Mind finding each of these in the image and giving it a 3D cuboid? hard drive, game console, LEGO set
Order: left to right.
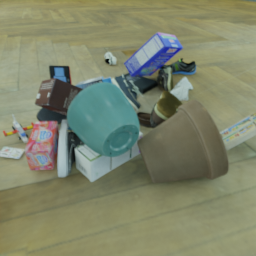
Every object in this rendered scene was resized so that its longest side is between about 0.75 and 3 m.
[{"bbox_3d":[-3.808,0.361,10.337,2.534,0.622,1.893,7,35,4],"label":"LEGO set"},{"bbox_3d":[-2.882,-2.175,11.885,1.046,0.925,0.162,6,26,22],"label":"game console"},{"bbox_3d":[0.424,-2.376,14.726,1.902,0.313,1.327,25,40,33],"label":"hard drive"}]

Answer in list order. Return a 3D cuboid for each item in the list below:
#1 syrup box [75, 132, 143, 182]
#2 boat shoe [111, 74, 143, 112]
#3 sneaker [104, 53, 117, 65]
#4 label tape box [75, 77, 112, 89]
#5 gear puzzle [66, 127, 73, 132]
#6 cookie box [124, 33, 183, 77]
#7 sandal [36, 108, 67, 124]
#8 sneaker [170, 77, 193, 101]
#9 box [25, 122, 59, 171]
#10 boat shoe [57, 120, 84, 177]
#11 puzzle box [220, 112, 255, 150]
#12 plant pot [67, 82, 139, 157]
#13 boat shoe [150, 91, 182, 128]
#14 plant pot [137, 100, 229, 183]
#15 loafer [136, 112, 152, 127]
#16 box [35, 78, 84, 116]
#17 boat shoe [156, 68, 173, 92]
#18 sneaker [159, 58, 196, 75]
[{"bbox_3d":[-0.596,0.765,9.462,2.269,0.924,0.893,-26,44,-35],"label":"syrup box"},{"bbox_3d":[0.029,-1.612,12.310,0.783,0.948,2.533,-33,38,-1],"label":"boat shoe"},{"bbox_3d":[-1.244,-4.321,17.468,0.612,0.528,1.396,-18,37,-24],"label":"sneaker"},{"bbox_3d":[-1.236,-1.442,11.927,1.821,1.305,0.602,-9,23,26],"label":"label tape box"},{"bbox_3d":[-1.305,-0.061,9.507,1.602,0.210,0.830,1,19,30],"label":"gear puzzle"},{"bbox_3d":[1.294,-3.654,14.226,2.040,2.385,0.896,-18,75,-55],"label":"cookie box"},{"bbox_3d":[-2.834,-0.703,11.837,0.919,0.517,2.416,54,41,0],"label":"sandal"},{"bbox_3d":[2.272,-1.423,12.642,0.873,1.757,0.684,43,-3,-1],"label":"sneaker"},{"bbox_3d":[-2.869,0.576,9.566,0.793,0.860,1.676,-2,34,-3],"label":"box"},{"bbox_3d":[-1.923,0.635,9.741,0.948,1.001,2.863,3,27,-11],"label":"boat shoe"},{"bbox_3d":[4.162,0.070,10.117,1.716,0.218,1.141,-33,17,18],"label":"puzzle box"},{"bbox_3d":[-0.585,-0.089,8.320,1.974,1.974,1.584,-19,49,-26],"label":"plant pot"},{"bbox_3d":[1.389,-0.708,10.723,1.014,0.898,2.770,43,25,6],"label":"boat shoe"},{"bbox_3d":[1.501,0.638,8.667,2.184,2.504,2.504,-20,36,-1],"label":"plant pot"},{"bbox_3d":[1.159,-0.412,11.462,1.882,0.668,0.687,12,36,18],"label":"loafer"},{"bbox_3d":[-1.810,-0.859,10.324,2.765,1.036,1.385,18,-6,-36],"label":"box"},{"bbox_3d":[1.872,-2.419,14.373,0.830,0.903,2.526,-5,30,10],"label":"boat shoe"},{"bbox_3d":[2.780,-3.534,15.921,2.188,0.906,0.776,1,32,1],"label":"sneaker"}]
